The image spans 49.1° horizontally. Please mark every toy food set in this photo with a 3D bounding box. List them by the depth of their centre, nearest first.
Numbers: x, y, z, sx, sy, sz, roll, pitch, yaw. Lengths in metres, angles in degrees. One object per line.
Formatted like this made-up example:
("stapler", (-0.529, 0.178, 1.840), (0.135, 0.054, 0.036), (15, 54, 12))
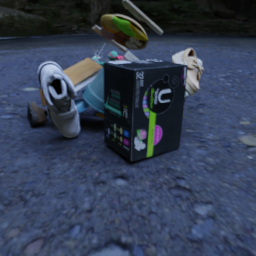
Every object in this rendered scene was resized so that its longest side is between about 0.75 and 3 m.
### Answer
("toy food set", (-0.214, -3.391, 10.265), (1.974, 0.574, 2.860), (32, -15, -24))

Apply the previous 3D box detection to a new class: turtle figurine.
("turtle figurine", (-0.920, -3.078, 14.447), (2.134, 2.850, 1.435), (14, 40, -5))

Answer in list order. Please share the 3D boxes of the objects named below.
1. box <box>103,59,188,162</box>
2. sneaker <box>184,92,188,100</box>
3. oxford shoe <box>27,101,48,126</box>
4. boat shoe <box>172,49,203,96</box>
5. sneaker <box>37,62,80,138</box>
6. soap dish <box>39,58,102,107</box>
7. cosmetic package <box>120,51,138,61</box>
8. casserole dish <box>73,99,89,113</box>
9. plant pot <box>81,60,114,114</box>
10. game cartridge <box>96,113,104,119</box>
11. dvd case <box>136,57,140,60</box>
("box", (0.488, -0.686, 9.171), (2.110, 2.841, 1.766), (-13, 25, -32))
("sneaker", (1.573, -1.669, 12.537), (2.562, 0.968, 0.902), (14, 53, -36))
("oxford shoe", (-3.854, -0.597, 11.917), (0.795, 0.684, 1.883), (-3, 30, -28))
("boat shoe", (2.319, -2.263, 10.584), (0.966, 1.030, 2.794), (-33, 32, 24))
("sneaker", (-2.241, -0.759, 9.388), (1.055, 2.808, 1.614), (-20, 23, -14))
("soap dish", (-2.327, -1.847, 11.343), (1.859, 0.960, 2.363), (-26, 14, 35))
("cosmetic package", (-0.320, -2.092, 12.574), (1.232, 2.383, 1.040), (38, 3, -7))
("casserole dish", (-2.147, -0.846, 11.074), (1.487, 0.289, 0.901), (-1, 32, 41))
("plant pot", (-0.681, -1.584, 10.751), (1.656, 1.622, 1.656), (30, 23, -14))
("game cartridge", (-0.762, -0.496, 11.598), (0.837, 0.136, 0.738), (20, 25, 29))
("dvd case", (0.262, -2.926, 13.396), (1.013, 0.761, 0.125), (-16, 42, 37))
